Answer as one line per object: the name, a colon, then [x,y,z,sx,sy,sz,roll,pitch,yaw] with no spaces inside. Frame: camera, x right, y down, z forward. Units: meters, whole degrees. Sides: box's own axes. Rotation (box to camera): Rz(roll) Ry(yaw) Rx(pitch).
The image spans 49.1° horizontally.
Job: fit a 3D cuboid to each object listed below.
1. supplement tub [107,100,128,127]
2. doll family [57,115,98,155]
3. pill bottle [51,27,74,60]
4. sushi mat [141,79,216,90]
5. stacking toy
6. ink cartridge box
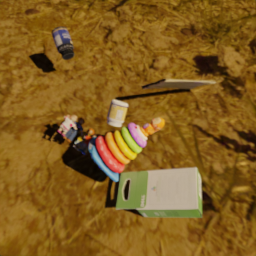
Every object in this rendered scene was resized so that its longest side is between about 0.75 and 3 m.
supplement tub: [-0.358,-0.461,8.945,0.559,0.768,0.559,15,10,-3]
doll family: [-1.874,0.177,10.569,1.660,0.748,1.030,44,72,-16]
pill bottle: [-2.787,-3.642,12.124,0.720,0.720,1.287,-19,81,-14]
sushi mat: [2.097,-1.766,11.410,2.961,1.417,0.179,-5,87,-36]
stacking toy: [0.083,0.431,9.372,2.616,1.436,1.518,-34,22,12]
ink cartridge box: [1.006,2.121,9.059,2.611,0.774,1.355,-7,53,20]
